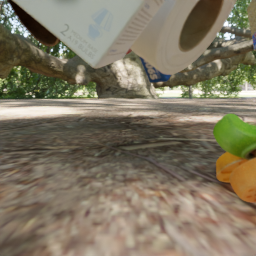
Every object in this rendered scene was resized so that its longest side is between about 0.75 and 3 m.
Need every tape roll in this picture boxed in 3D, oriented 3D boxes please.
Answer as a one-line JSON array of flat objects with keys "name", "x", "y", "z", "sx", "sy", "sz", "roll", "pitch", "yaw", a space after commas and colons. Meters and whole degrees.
[{"name": "tape roll", "x": 0.853, "y": -2.618, "z": 5.792, "sx": 1.742, "sy": 2.537, "sz": 2.537, "roll": 43, "pitch": 27, "yaw": 23}]

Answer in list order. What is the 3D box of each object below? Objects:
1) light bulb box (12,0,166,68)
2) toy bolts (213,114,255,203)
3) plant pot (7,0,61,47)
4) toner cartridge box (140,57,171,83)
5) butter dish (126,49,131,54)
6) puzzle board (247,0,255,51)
[{"name": "light bulb box", "x": -0.392, "y": -2.386, "z": 3.236, "sx": 2.338, "sy": 2.359, "sz": 1.472, "roll": 39, "pitch": 20, "yaw": -5}, {"name": "toy bolts", "x": 1.320, "y": 0.407, "z": 2.154, "sx": 1.188, "sy": 0.824, "sz": 1.135, "roll": -9, "pitch": -34, "yaw": 1}, {"name": "plant pot", "x": -1.237, "y": -3.018, "z": 5.719, "sx": 2.034, "sy": 1.901, "sz": 1.901, "roll": -41, "pitch": 28, "yaw": -26}, {"name": "toner cartridge box", "x": 0.679, "y": -2.905, "z": 8.088, "sx": 0.631, "sy": 2.923, "sz": 1.389, "roll": 2, "pitch": 45, "yaw": 36}, {"name": "butter dish", "x": -0.994, "y": -3.228, "z": 8.758, "sx": 2.497, "sy": 2.491, "sz": 1.846, "roll": 17, "pitch": -23, "yaw": -8}, {"name": "puzzle board", "x": 3.797, "y": -3.263, "z": 7.628, "sx": 0.171, "sy": 1.485, "sz": 1.971, "roll": -3, "pitch": -15, "yaw": 1}]
